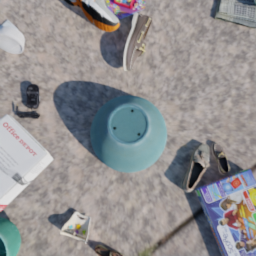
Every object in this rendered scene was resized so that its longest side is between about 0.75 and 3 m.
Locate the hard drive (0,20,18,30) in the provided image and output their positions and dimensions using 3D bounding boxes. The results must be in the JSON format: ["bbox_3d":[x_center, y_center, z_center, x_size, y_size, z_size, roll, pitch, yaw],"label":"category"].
[{"bbox_3d":[-4.789,-3.711,10.860,0.575,0.116,0.872,43,81,8],"label":"hard drive"}]

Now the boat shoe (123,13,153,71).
[{"bbox_3d":[0.350,-3.166,10.405,0.703,0.848,2.362,12,74,6],"label":"boat shoe"}]

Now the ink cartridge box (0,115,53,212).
[{"bbox_3d":[-2.794,0.839,6.137,1.352,0.763,1.842,42,75,10],"label":"ink cartridge box"}]

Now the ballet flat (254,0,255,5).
[{"bbox_3d":[5.701,-4.932,10.643,1.883,0.676,0.676,-12,79,-17],"label":"ballet flat"}]

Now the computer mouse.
[{"bbox_3d":[-3.654,-0.940,10.251,0.907,0.297,1.292,-4,87,-1],"label":"computer mouse"}]

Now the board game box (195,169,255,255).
[{"bbox_3d":[3.714,3.075,9.332,1.958,0.499,2.893,-20,80,-4],"label":"board game box"}]

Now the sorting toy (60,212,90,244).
[{"bbox_3d":[-1.657,3.284,9.350,0.917,0.490,0.826,20,72,5],"label":"sorting toy"}]

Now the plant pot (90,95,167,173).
[{"bbox_3d":[0.009,0.062,9.250,2.737,1.844,2.737,0,78,0],"label":"plant pot"}]

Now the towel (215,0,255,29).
[{"bbox_3d":[4.578,-4.964,10.983,2.000,0.359,2.077,15,80,3],"label":"towel"}]

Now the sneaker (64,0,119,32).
[{"bbox_3d":[-1.295,-4.949,10.649,2.915,1.103,1.341,42,78,6],"label":"sneaker"}]

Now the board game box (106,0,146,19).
[{"bbox_3d":[-0.092,-5.071,11.030,1.572,0.306,1.242,-24,80,-5],"label":"board game box"}]

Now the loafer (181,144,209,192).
[{"bbox_3d":[2.394,1.368,9.631,0.656,0.574,1.825,25,80,5],"label":"loafer"}]

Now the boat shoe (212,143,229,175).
[{"bbox_3d":[3.257,1.057,9.810,0.415,0.344,1.156,-13,79,-2],"label":"boat shoe"}]

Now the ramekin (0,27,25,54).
[{"bbox_3d":[-4.331,-3.255,10.337,1.067,1.067,0.497,11,66,2],"label":"ramekin"}]

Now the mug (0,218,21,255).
[{"bbox_3d":[-4.199,3.807,8.792,1.575,1.185,1.917,-6,93,5],"label":"mug"}]

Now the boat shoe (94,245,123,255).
[{"bbox_3d":[-0.589,4.204,9.165,1.119,0.403,0.404,26,80,5],"label":"boat shoe"}]
